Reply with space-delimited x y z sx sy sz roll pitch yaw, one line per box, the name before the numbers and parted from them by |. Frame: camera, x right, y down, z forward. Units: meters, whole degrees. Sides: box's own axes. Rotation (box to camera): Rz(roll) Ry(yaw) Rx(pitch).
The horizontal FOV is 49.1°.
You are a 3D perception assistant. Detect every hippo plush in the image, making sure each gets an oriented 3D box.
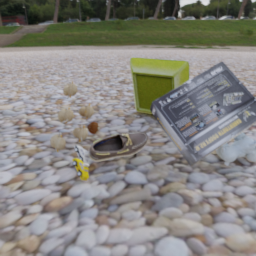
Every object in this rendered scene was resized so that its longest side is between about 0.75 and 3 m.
hippo plush | 3.529 0.818 9.079 1.126 1.115 1.400 -29 20 -3

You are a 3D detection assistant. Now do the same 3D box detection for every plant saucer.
plant saucer | 1.317 -1.671 12.874 2.876 2.872 0.689 12 37 29

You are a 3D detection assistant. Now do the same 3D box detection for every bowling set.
bowling set | -1.693 -0.292 10.135 1.764 2.534 1.360 11 -1 -24

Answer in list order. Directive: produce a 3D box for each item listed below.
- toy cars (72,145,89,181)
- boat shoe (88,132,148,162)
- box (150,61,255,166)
toy cars | -1.350 0.979 8.427 0.333 0.673 1.502 -34 24 9
boat shoe | -0.254 0.528 9.101 2.097 0.624 0.753 -14 68 -17
box | 2.537 -0.515 8.986 2.908 0.703 2.303 -32 74 -11
